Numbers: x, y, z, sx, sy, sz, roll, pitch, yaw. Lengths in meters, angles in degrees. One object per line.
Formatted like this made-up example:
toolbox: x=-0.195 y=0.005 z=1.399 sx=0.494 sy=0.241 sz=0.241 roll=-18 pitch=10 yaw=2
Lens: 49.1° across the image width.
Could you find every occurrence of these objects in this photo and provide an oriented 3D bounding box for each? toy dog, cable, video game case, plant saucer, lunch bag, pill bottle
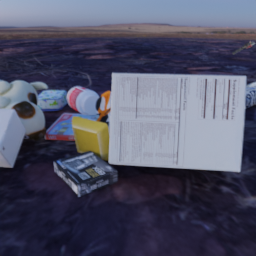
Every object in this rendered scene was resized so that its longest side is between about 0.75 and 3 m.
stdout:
toy dog: x=-3.609 y=-0.465 z=9.346 sx=2.437 sy=1.754 sz=2.513 roll=-21 pitch=39 yaw=-21
cable: x=5.010 y=-3.428 z=12.175 sx=0.968 sy=0.244 sz=0.470 roll=-35 pitch=9 yaw=32
video game case: x=-1.248 y=-0.030 z=10.084 sx=2.882 sy=0.251 sz=2.061 roll=2 pitch=23 yaw=6
plant saucer: x=-1.085 y=0.363 z=7.928 sx=1.241 sy=1.241 sz=0.301 roll=14 pitch=36 yaw=29
lunch bag: x=-3.402 y=-1.219 z=12.406 sx=1.253 sy=0.643 sz=1.559 roll=0 pitch=22 yaw=-1
pill bottle: x=-1.767 y=-1.083 z=11.443 sx=1.020 sy=1.020 sz=1.817 roll=-12 pitch=20 yaw=-26

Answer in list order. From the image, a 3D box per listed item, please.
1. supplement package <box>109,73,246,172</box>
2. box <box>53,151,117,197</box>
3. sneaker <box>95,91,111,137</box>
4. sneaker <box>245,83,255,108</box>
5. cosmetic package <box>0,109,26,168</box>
supplement package: x=1.142 y=-0.210 z=7.266 sx=2.844 sy=2.091 sz=2.719 roll=3 pitch=4 yaw=6
box: x=-1.108 y=1.121 z=7.178 sx=1.111 sy=0.351 sz=1.409 roll=-15 pitch=26 yaw=-33
sneaker: x=-0.497 y=-0.068 z=8.880 sx=0.883 sy=1.073 sz=2.333 roll=-25 pitch=44 yaw=37
sneaker: x=5.320 y=-1.316 z=12.425 sx=2.910 sy=1.121 sz=1.240 roll=-1 pitch=32 yaw=18
cosmetic package: x=-4.228 y=0.229 z=7.514 sx=2.439 sy=1.034 sz=1.312 roll=5 pitch=54 yaw=4
